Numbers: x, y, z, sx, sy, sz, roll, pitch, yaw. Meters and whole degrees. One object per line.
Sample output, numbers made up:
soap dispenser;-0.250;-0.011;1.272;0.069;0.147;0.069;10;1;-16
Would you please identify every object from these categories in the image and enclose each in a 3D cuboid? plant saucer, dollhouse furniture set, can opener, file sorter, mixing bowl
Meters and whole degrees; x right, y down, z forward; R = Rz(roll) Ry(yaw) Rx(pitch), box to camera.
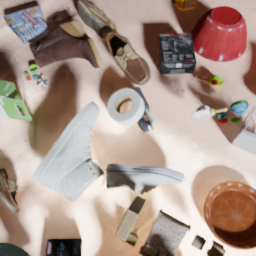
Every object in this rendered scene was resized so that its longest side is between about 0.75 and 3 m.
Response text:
plant saucer;-3.044;3.475;6.958;1.471;1.471;0.283;32;97;18
dollhouse furniture set;0.967;3.020;7.018;2.571;1.138;1.332;27;101;11
can opener;0.450;-0.649;9.957;0.604;0.481;1.805;-19;59;-8
plant saucer;3.172;2.525;8.154;1.946;0.314;1.946;0;59;1
file sorter;4.458;0.283;8.837;1.797;1.247;1.119;26;74;14
mixing bowl;3.829;-4.054;11.514;2.468;1.337;2.468;0;60;1

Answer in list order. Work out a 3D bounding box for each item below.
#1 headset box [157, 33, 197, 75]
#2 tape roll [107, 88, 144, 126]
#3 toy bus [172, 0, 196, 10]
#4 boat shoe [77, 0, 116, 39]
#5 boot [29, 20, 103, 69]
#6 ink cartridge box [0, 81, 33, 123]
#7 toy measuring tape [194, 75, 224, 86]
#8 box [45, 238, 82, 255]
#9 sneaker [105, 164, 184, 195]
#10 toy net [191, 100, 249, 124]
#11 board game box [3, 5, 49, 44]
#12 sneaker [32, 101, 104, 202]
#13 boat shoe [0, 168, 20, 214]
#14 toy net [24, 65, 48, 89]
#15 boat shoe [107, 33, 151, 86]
headset box;1.906;-3.058;11.269;1.348;0.700;1.812;-2;58;-1
tape roll;-0.088;-0.731;9.762;1.267;0.443;1.267;-8;68;21
toy bus;2.380;-6.663;13.410;0.875;0.728;2.236;-16;60;-9
boat shoe;-1.398;-4.842;12.314;0.833;0.878;2.319;-34;74;-22
boot;-2.493;-2.932;11.242;2.355;1.024;2.831;-31;65;-4
ink cartridge box;-4.424;-0.992;9.681;2.390;1.241;0.709;11;55;7
toy measuring tape;3.140;-1.904;10.761;1.136;0.418;0.418;20;61;12
box;-1.745;3.614;7.512;0.949;0.275;1.194;0;59;0
sneaker;0.477;1.622;8.484;2.392;0.874;0.847;2;71;10
toy net;2.991;-0.521;9.365;1.979;1.038;0.382;0;66;-10
board game box;-4.301;-4.659;12.337;1.667;0.514;1.668;-36;65;-19
sneaker;-1.324;0.756;8.619;1.728;1.101;2.990;31;74;4
boat shoe;-3.620;1.817;8.399;0.585;0.617;1.630;-30;63;-26
toy net;-3.578;-1.924;10.863;0.633;0.233;1.206;-33;65;-18
boat shoe;-0.089;-2.656;10.685;1.009;0.957;2.665;-44;60;17
